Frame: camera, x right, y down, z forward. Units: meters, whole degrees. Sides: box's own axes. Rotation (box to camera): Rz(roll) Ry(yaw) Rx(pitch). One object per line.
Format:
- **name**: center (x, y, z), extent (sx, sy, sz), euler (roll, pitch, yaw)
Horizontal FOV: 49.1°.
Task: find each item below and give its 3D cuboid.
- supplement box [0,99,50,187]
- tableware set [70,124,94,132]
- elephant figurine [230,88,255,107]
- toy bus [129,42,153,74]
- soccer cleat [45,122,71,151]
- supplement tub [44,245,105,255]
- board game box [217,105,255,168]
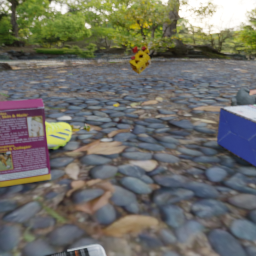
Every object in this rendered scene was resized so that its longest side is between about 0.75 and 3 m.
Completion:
- **supplement box**: center (-2.803, 0.351, 7.327), extent (1.325, 2.025, 1.045), euler (-5, 19, -18)
- **tableware set**: center (-1.972, 0.004, 11.402), extent (1.019, 0.156, 0.686), euler (8, 20, 21)
- **elephant figurine**: center (5.661, -0.810, 12.178), extent (2.159, 1.528, 1.675), euler (26, 57, 24)
- **toy bus**: center (0.672, -2.902, 11.933), extent (0.671, 1.298, 1.225), euler (41, 37, 27)
- **soccer cleat**: center (-2.713, 0.184, 9.214), extent (0.897, 1.161, 2.775), euler (7, 19, 20)
- **supplement tub**: center (-1.006, 2.136, 3.636), extent (1.499, 0.918, 0.918), euler (-5, 19, -16)
- **board game box**: center (4.722, 0.132, 9.060), extent (2.778, 1.345, 2.215), euler (-5, 19, -15)
